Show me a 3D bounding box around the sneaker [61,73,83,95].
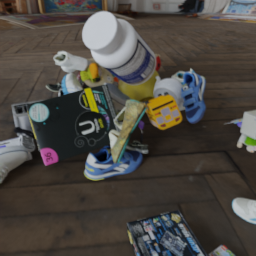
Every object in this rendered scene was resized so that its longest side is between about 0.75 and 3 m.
[{"bbox_3d":[-1.708,-1.077,10.956,1.257,1.088,2.901,-29,63,19],"label":"sneaker"}]

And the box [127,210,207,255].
[{"bbox_3d":[0.877,2.740,6.319,1.399,0.405,1.760,-9,30,-16],"label":"box"}]

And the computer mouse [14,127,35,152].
[{"bbox_3d":[-3.629,0.478,9.878,0.763,0.305,1.392,21,21,-31],"label":"computer mouse"}]

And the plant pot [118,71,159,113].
[{"bbox_3d":[0.683,-1.559,12.800,2.016,2.016,1.431,-8,52,-14],"label":"plant pot"}]

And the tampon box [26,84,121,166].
[{"bbox_3d":[-1.738,-0.091,9.019,2.515,1.885,1.587,-19,1,-18],"label":"tampon box"}]

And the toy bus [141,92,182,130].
[{"bbox_3d":[0.975,-0.541,8.641,0.745,0.897,2.290,-25,5,0],"label":"toy bus"}]

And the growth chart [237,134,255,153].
[{"bbox_3d":[5.480,0.548,10.457,2.577,0.229,1.865,10,30,21],"label":"growth chart"}]

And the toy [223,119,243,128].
[{"bbox_3d":[4.844,-0.215,11.497,1.525,0.360,0.878,-11,-9,-19],"label":"toy"}]

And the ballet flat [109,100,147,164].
[{"bbox_3d":[-0.164,0.087,8.024,0.727,2.057,0.727,20,27,-11],"label":"ballet flat"}]

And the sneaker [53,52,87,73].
[{"bbox_3d":[-2.545,-2.714,11.318,1.090,0.695,1.885,14,-3,-37],"label":"sneaker"}]

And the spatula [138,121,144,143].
[{"bbox_3d":[0.500,0.159,10.626,0.101,0.277,0.981,-27,45,31],"label":"spatula"}]

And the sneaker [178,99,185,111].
[{"bbox_3d":[2.637,-1.112,13.110,0.648,0.615,1.610,32,43,29],"label":"sneaker"}]

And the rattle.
[{"bbox_3d":[-0.826,-2.244,11.480,1.995,1.299,1.425,15,-26,-32],"label":"rattle"}]

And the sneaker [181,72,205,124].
[{"bbox_3d":[2.417,-1.189,10.757,0.900,0.809,2.189,26,56,-33],"label":"sneaker"}]

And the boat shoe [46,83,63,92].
[{"bbox_3d":[-2.934,-1.735,11.703,0.407,0.383,1.132,47,27,23],"label":"boat shoe"}]

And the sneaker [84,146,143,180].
[{"bbox_3d":[-0.399,1.014,8.960,2.071,0.852,0.766,-13,30,-31],"label":"sneaker"}]

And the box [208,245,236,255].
[{"bbox_3d":[2.264,3.017,6.076,0.520,0.164,0.944,-19,34,-30],"label":"box"}]

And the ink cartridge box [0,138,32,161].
[{"bbox_3d":[-4.199,0.858,9.821,1.286,0.282,1.298,-15,35,-28],"label":"ink cartridge box"}]

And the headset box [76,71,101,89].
[{"bbox_3d":[-1.488,-1.741,12.472,1.374,0.713,1.847,8,40,-35],"label":"headset box"}]

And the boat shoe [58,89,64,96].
[{"bbox_3d":[-2.552,-0.868,11.360,0.556,0.494,1.510,-20,74,-11],"label":"boat shoe"}]

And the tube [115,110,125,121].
[{"bbox_3d":[-1.239,-0.482,11.906,2.914,0.757,0.846,-13,-5,-7],"label":"tube"}]

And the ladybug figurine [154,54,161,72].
[{"bbox_3d":[0.932,-2.704,13.349,0.658,1.829,1.241,44,13,9],"label":"ladybug figurine"}]

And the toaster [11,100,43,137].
[{"bbox_3d":[-3.795,-0.373,11.276,1.571,1.031,1.737,-13,32,-20],"label":"toaster"}]

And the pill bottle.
[{"bbox_3d":[-0.249,-2.581,9.349,1.592,1.592,2.867,16,-3,27],"label":"pill bottle"}]

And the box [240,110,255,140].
[{"bbox_3d":[5.517,-0.238,10.925,2.255,0.927,0.771,-8,24,-26],"label":"box"}]

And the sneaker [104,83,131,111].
[{"bbox_3d":[-0.487,-1.055,10.713,0.699,1.975,0.721,-33,59,16],"label":"sneaker"}]

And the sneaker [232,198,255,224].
[{"bbox_3d":[3.576,2.118,7.139,1.751,0.707,0.670,15,34,26],"label":"sneaker"}]

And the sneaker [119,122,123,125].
[{"bbox_3d":[-0.417,-0.139,11.454,0.873,0.309,0.319,0,59,22],"label":"sneaker"}]

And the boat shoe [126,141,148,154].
[{"bbox_3d":[0.314,0.636,9.924,0.372,0.335,1.052,-5,11,-44],"label":"boat shoe"}]

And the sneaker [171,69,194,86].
[{"bbox_3d":[2.260,-2.023,12.795,0.904,0.954,2.362,-39,18,-33],"label":"sneaker"}]

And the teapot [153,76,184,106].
[{"bbox_3d":[1.828,-1.553,11.727,1.382,1.400,1.023,-8,37,51],"label":"teapot"}]

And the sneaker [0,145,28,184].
[{"bbox_3d":[-4.107,1.419,8.397,2.597,0.949,0.920,-30,57,-34],"label":"sneaker"}]
